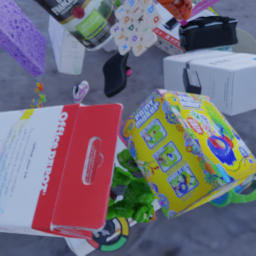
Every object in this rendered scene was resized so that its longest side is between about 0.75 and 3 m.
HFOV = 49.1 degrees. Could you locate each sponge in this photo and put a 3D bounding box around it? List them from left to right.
[{"bbox_3d":[-3.229,-2.826,7.403,0.432,2.898,1.617,-21,50,17],"label":"sponge"}]

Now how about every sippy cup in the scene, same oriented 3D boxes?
[{"bbox_3d":[2.481,1.244,7.019,1.090,1.168,1.487,-17,65,-25],"label":"sippy cup"}]

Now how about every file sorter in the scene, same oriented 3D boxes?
[{"bbox_3d":[1.761,-4.184,8.009,1.534,1.700,2.446,-27,20,16],"label":"file sorter"}]

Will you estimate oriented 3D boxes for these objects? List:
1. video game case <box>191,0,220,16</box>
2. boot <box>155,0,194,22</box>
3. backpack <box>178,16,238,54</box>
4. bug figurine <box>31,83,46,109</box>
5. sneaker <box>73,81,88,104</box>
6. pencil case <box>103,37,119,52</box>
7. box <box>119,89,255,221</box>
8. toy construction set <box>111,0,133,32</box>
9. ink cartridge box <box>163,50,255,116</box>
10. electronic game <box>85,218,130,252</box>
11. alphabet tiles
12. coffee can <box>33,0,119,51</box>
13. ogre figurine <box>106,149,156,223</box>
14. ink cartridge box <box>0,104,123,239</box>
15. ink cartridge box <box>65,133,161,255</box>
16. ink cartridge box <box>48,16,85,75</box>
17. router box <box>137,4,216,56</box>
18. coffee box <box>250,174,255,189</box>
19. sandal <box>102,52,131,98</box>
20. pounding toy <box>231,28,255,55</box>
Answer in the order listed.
[{"bbox_3d":[2.721,-4.973,11.923,1.621,0.229,1.794,-20,57,-13],"label":"video game case"},{"bbox_3d":[1.030,-2.831,6.071,1.054,0.737,1.965,49,23,-6],"label":"boot"},{"bbox_3d":[2.167,-2.529,7.876,1.507,1.278,1.698,-9,28,2],"label":"backpack"},{"bbox_3d":[-2.238,-0.729,7.045,0.199,0.775,0.601,-2,48,-37],"label":"bug figurine"},{"bbox_3d":[-1.538,-1.292,9.126,0.334,0.525,0.920,9,54,8],"label":"sneaker"},{"bbox_3d":[-0.848,-3.711,10.716,0.807,0.740,1.780,-20,56,-11],"label":"pencil case"},{"bbox_3d":[0.783,0.273,3.515,1.294,0.789,1.246,-2,54,-48],"label":"box"},{"bbox_3d":[-0.214,-3.020,7.180,0.977,1.171,0.900,6,78,10],"label":"toy construction set"},{"bbox_3d":[2.030,-1.111,6.212,1.573,0.908,2.168,-15,25,-24],"label":"ink cartridge box"},{"bbox_3d":[-0.428,1.927,5.363,0.945,0.197,0.945,1,98,8],"label":"electronic game"},{"bbox_3d":[0.119,-1.723,4.733,0.071,0.952,0.973,-3,65,-52],"label":"alphabet tiles"},{"bbox_3d":[-1.030,-2.582,5.896,1.161,1.586,1.161,-24,48,30],"label":"coffee can"},{"bbox_3d":[-0.051,1.013,4.477,1.119,1.867,0.916,15,23,-27],"label":"ogre figurine"},{"bbox_3d":[-1.266,0.610,3.849,2.720,0.915,1.580,-3,61,22],"label":"ink cartridge box"},{"bbox_3d":[-0.486,1.424,6.784,2.744,1.145,1.992,-27,59,-18],"label":"ink cartridge box"},{"bbox_3d":[-1.619,-3.382,7.674,0.749,2.989,2.406,-1,47,-24],"label":"ink cartridge box"},{"bbox_3d":[1.874,-3.922,10.776,2.460,0.601,2.208,39,71,25],"label":"router box"},{"bbox_3d":[3.968,0.933,7.268,1.705,0.375,1.048,-43,22,-25],"label":"coffee box"},{"bbox_3d":[-0.191,-1.012,5.394,0.590,0.354,1.571,-27,36,23],"label":"sandal"},{"bbox_3d":[3.440,-2.222,9.169,2.868,1.331,2.214,-23,92,23],"label":"pounding toy"}]
